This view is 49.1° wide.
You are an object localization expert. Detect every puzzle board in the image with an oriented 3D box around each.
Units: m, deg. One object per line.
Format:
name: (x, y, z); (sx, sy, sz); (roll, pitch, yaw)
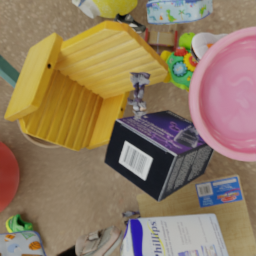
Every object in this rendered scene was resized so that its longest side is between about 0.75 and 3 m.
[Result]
puzzle board: (1.926, 2.735, 8.036); (2.990, 0.260, 2.253); (-13, 84, 5)

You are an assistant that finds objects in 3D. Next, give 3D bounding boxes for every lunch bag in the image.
lunch bag: (-2.701, 3.217, 6.010); (1.878, 2.344, 0.886); (2, 108, -29)
lunch bag: (1.320, -3.106, 7.216); (1.531, 0.631, 1.231); (12, 35, 36)

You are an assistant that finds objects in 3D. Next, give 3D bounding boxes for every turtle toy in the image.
turtle toy: (1.646, -1.899, 8.059); (1.290, 0.895, 1.770); (16, 66, -23)

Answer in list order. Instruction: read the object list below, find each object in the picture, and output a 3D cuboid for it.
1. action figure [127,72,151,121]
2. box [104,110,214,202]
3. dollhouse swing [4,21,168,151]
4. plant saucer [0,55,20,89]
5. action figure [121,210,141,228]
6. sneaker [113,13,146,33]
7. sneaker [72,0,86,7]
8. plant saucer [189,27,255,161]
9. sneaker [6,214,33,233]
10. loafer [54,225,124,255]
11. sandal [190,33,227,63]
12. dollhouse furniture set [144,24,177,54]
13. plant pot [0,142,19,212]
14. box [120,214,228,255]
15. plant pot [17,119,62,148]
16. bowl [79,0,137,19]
action figure: (0.214, -0.671, 6.039); (0.360, 0.675, 1.037); (0, 97, -33)
box: (0.867, 0.515, 6.784); (1.704, 2.303, 1.201); (30, 116, 30)
dollhouse swing: (-0.750, -0.726, 6.827); (2.494, 2.837, 2.578); (7, 76, 39)
plant saucer: (-3.451, -1.713, 7.535); (0.162, 1.712, 0.599); (-23, 46, 18)
action figure: (0.448, 2.843, 9.150); (1.253, 0.435, 0.815); (-16, 76, -6)
sneaker: (0.044, -2.560, 6.808); (0.843, 0.382, 0.280); (15, 58, -1)
sneaker: (-1.487, -3.624, 6.747); (0.717, 1.893, 0.729); (41, 101, 27)
plant saucer: (2.712, -0.718, 6.287); (2.874, 0.729, 2.874); (-1, 99, -5)
sneaker: (-3.304, 3.410, 8.998); (0.613, 0.543, 1.467); (-44, 84, -2)
loafer: (-1.150, 3.065, 6.860); (0.776, 0.887, 2.468); (45, 114, 0)
sandal: (2.107, -1.952, 7.232); (2.137, 0.613, 0.819); (-21, 93, -46)
dollhouse furniture set: (1.188, -3.526, 9.987); (1.116, 0.843, 2.073); (7, 65, 2)
plant pot: (-5.143, 1.504, 8.254); (2.928, 2.590, 2.928); (0, 82, 1)
box: (0.897, 2.797, 6.234); (1.949, 1.793, 1.023); (0, 48, -10)
plant pot: (-2.364, -0.454, 9.290); (2.328, 1.075, 2.328); (0, 82, -1)
bowl: (-1.056, -4.472, 9.221); (2.515, 2.515, 1.354); (42, 89, 5)
